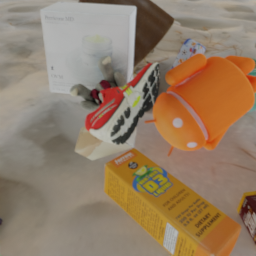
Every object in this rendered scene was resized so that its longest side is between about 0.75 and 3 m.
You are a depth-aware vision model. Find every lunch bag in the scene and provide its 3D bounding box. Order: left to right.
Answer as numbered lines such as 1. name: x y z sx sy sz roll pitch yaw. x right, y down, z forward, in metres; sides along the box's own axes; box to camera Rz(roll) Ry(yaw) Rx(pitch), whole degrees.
1. lunch bag: 1.668 -1.835 7.835 0.442 1.171 0.938 35 19 25

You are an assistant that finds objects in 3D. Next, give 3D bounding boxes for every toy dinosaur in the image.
1. toy dinosaur: 0.127 -3.151 10.164 1.402 2.773 0.807 -19 23 4

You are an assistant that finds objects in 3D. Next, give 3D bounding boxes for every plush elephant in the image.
1. plush elephant: -0.553 -0.761 8.002 1.566 1.901 1.472 -37 32 4

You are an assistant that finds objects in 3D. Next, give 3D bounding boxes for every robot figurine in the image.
1. robot figurine: 1.861 -0.570 6.961 2.936 2.112 1.712 -37 65 -4

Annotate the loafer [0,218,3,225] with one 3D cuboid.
1. loafer: -3.000 2.084 5.679 0.887 0.319 0.279 -15 43 -5

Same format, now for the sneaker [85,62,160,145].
1. sneaker: -0.067 -0.688 5.842 0.993 0.900 2.338 19 50 26

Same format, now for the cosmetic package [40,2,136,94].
1. cosmetic package: -1.160 -2.500 8.999 2.600 2.608 1.603 6 31 6

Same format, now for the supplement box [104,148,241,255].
1. supplement box: 0.713 1.604 5.754 0.958 0.990 2.879 -28 43 -34

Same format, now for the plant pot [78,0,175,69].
1. plant pot: -0.307 -4.026 10.425 2.972 2.777 2.777 40 38 -15

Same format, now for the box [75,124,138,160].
1. box: -0.538 0.215 6.679 1.556 0.605 0.739 -23 46 43

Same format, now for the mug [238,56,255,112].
1. mug: 3.764 -1.474 9.326 1.806 1.359 2.198 2 38 2

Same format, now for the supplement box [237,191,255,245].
1. supplement box: 2.929 1.834 5.717 0.939 0.632 0.952 -6 39 -7
